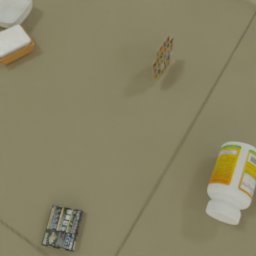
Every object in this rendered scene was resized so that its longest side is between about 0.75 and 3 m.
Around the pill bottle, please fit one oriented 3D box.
[{"bbox_3d":[3.393,1.791,9.133,1.347,1.347,2.426,23,67,11],"label":"pill bottle"}]

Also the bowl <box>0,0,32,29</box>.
[{"bbox_3d":[-5.534,-5.405,12.974,1.924,0.719,1.927,20,67,9],"label":"bowl"}]

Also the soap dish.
[{"bbox_3d":[-5.053,-3.567,12.098,1.690,0.686,1.330,-33,69,-15],"label":"soap dish"}]

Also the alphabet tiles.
[{"bbox_3d":[1.393,-2.754,11.132,0.056,1.473,1.770,21,61,24],"label":"alphabet tiles"}]

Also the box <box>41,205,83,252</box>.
[{"bbox_3d":[-2.104,3.221,9.020,1.024,0.312,1.270,9,64,3],"label":"box"}]
